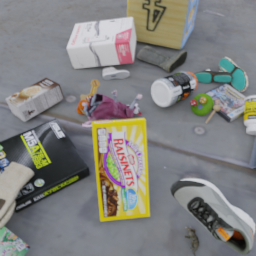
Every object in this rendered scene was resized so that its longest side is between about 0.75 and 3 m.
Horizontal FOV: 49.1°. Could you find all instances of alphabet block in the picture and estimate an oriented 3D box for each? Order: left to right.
[{"bbox_3d":[1.780,-6.014,13.933,2.949,2.896,2.881,17,44,15],"label":"alphabet block"}]

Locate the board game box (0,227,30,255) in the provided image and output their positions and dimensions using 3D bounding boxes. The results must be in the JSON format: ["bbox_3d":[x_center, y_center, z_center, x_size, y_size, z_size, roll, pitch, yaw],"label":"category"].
[{"bbox_3d":[-2.981,2.989,6.585,0.869,0.188,1.291,38,15,0],"label":"board game box"}]

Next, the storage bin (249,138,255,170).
[{"bbox_3d":[4.770,0.901,9.015,1.140,1.235,1.698,37,52,-5],"label":"storage bin"}]

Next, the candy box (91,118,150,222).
[{"bbox_3d":[-0.171,1.178,7.728,1.449,2.835,0.374,-5,13,-6],"label":"candy box"}]

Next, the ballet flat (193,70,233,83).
[{"bbox_3d":[3.666,-2.242,12.159,1.643,0.559,0.562,8,41,15],"label":"ballet flat"}]

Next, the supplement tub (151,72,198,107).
[{"bbox_3d":[1.868,-1.577,11.072,1.807,1.107,1.107,-26,52,-34],"label":"supplement tub"}]

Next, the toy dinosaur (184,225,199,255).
[{"bbox_3d":[1.769,3.013,7.520,0.409,0.308,0.800,4,53,-42],"label":"toy dinosaur"}]

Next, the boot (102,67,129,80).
[{"bbox_3d":[-0.556,-2.496,12.475,1.200,0.441,0.573,-5,52,-2],"label":"boot"}]

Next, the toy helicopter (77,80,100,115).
[{"bbox_3d":[-1.341,-1.176,11.010,1.059,0.632,1.601,15,67,-13],"label":"toy helicopter"}]

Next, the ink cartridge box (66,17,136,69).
[{"bbox_3d":[-1.163,-3.905,12.915,2.870,1.188,2.103,-3,50,10],"label":"ink cartridge box"}]

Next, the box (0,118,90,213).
[{"bbox_3d":[-2.918,1.074,9.103,2.482,0.611,2.571,-26,53,-19],"label":"box"}]

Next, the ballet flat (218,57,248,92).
[{"bbox_3d":[4.712,-2.326,12.198,0.675,0.799,2.112,14,44,-33],"label":"ballet flat"}]

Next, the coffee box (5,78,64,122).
[{"bbox_3d":[-3.601,-1.134,10.915,1.056,0.736,1.846,27,52,38],"label":"coffee box"}]

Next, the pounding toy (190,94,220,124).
[{"bbox_3d":[2.812,-0.871,10.646,0.898,0.540,1.163,-49,54,14],"label":"pounding toy"}]

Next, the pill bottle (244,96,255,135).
[{"bbox_3d":[4.607,-0.446,10.164,0.742,0.742,1.319,6,74,6],"label":"pill bottle"}]

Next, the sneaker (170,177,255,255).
[{"bbox_3d":[2.027,2.038,6.622,2.352,0.869,0.933,36,30,1],"label":"sneaker"}]

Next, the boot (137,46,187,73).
[{"bbox_3d":[1.625,-3.407,13.272,1.874,0.680,1.704,31,52,33],"label":"boot"}]

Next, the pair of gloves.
[{"bbox_3d":[-4.303,1.891,7.803,2.805,0.492,2.385,9,47,15],"label":"pair of gloves"}]

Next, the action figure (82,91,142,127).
[{"bbox_3d":[-0.412,-0.594,10.292,2.177,1.621,1.458,11,3,-29],"label":"action figure"}]

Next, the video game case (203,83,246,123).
[{"bbox_3d":[4.006,-1.071,11.333,1.523,0.215,1.685,-26,52,-21],"label":"video game case"}]
